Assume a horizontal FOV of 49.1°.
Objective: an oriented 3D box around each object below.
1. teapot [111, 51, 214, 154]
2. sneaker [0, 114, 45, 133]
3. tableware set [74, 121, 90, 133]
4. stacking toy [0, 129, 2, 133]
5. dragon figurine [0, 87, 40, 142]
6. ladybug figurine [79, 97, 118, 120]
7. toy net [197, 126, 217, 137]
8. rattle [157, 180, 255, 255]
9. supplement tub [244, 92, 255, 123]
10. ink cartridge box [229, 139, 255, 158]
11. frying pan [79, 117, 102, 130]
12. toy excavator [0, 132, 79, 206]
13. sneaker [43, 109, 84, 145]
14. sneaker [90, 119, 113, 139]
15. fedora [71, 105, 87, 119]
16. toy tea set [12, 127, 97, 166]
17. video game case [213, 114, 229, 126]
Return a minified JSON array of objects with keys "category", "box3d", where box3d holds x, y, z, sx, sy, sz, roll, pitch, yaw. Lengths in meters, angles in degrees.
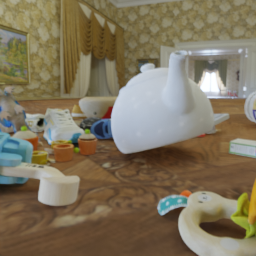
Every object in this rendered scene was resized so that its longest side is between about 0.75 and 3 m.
[{"category":"teapot","box3d":[0.738,-0.632,7.534,2.926,2.137,2.888,-17,-2,27]},{"category":"sneaker","box3d":[-4.302,-0.236,11.061,1.416,0.903,2.451,1,7,29]},{"category":"tableware set","box3d":[-1.335,-0.119,12.226,2.461,0.342,2.946,6,10,37]},{"category":"stacking toy","box3d":[-5.581,0.027,8.618,2.835,1.556,1.645,-16,14,-13]},{"category":"dragon figurine","box3d":[-3.367,-0.499,7.963,0.754,2.564,1.275,-31,-16,-23]},{"category":"ladybug figurine","box3d":[-1.051,-0.910,12.767,1.877,0.995,2.765,3,7,34]},{"category":"toy net","box3d":[2.776,0.036,10.848,2.153,0.416,1.130,-5,9,-32]},{"category":"rattle","box3d":[0.981,0.781,3.481,1.126,1.236,1.730,-24,21,-10]},{"category":"supplement tub","box3d":[6.535,-0.849,12.289,1.751,1.751,2.408,-3,8,-17]},{"category":"ink cartridge box","box3d":[3.399,0.568,7.529,1.168,0.346,0.606,8,12,42]},{"category":"frying pan","box3d":[-1.689,-0.107,10.850,1.699,0.277,1.028,-13,27,-27]},{"category":"toy excavator","box3d":[-2.004,0.684,5.032,2.145,1.071,2.085,7,8,-14]},{"category":"sneaker","box3d":[-2.239,-0.059,9.312,1.014,1.071,2.651,-4,10,-33]},{"category":"sneaker","box3d":[-0.357,0.013,9.696,1.902,0.703,0.782,-4,-2,-13]},{"category":"fedora","box3d":[-2.777,-0.984,16.553,1.838,0.749,1.838,0,9,0]},{"category":"toy tea set","box3d":[-1.883,0.351,7.228,1.385,0.862,2.328,7,11,38]},{"category":"video game case","box3d":[2.766,-0.254,11.628,1.607,0.202,2.244,-22,14,-30]}]
